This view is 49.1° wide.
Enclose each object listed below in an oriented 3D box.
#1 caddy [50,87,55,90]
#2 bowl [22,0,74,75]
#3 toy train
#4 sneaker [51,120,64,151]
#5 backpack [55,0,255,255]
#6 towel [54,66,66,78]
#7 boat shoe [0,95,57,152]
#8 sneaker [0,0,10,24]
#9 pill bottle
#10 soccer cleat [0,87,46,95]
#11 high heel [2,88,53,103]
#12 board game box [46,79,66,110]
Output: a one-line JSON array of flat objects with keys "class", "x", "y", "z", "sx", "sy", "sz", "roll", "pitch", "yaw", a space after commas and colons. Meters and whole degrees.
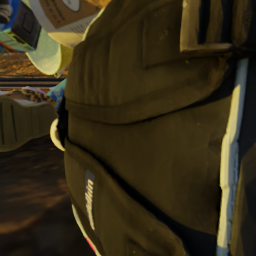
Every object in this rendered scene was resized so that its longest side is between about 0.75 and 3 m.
[{"class": "caddy", "x": -2.571, "y": -1.579, "z": 12.480, "sx": 1.812, "sy": 0.951, "sz": 1.281, "roll": -10, "pitch": 16, "yaw": -39}, {"class": "bowl", "x": -2.214, "y": -2.897, "z": 8.389, "sx": 2.304, "sy": 2.304, "sz": 1.240, "roll": 12, "pitch": 35, "yaw": 45}, {"class": "toy train", "x": -3.412, "y": -2.781, "z": 6.636, "sx": 1.576, "sy": 1.196, "sz": 2.759, "roll": -2, "pitch": -19, "yaw": 25}, {"class": "sneaker", "x": -0.621, "y": 0.055, "z": 5.263, "sx": 0.961, "sy": 0.891, "sz": 2.372, "roll": -4, "pitch": 2, "yaw": 30}, {"class": "backpack", "x": 0.358, "y": 0.043, "z": 2.038, "sx": 1.762, "sy": 2.078, "sz": 2.341, "roll": 2, "pitch": 4, "yaw": -29}, {"class": "towel", "x": -2.449, "y": -3.661, "z": 10.556, "sx": 0.453, "sy": 2.625, "sz": 2.527, "roll": 12, "pitch": 56, "yaw": 13}, {"class": "boat shoe", "x": -2.520, "y": -0.117, "z": 5.596, "sx": 0.960, "sy": 1.049, "sz": 2.806, "roll": 1, "pitch": 1, "yaw": 14}, {"class": "sneaker", "x": -2.246, "y": -1.656, "z": 3.745, "sx": 1.127, "sy": 0.593, "sz": 1.559, "roll": -24, "pitch": 36, "yaw": -32}, {"class": "pill bottle", "x": 0.059, "y": -1.922, "z": 3.403, "sx": 2.497, "sy": 1.428, "sz": 1.428, "roll": -3, "pitch": 8, "yaw": 36}, {"class": "soccer cleat", "x": -4.325, "y": -0.960, "z": 10.202, "sx": 2.696, "sy": 0.899, "sz": 1.031, "roll": 3, "pitch": 37, "yaw": -2}, {"class": "high heel", "x": -3.386, "y": -0.506, "z": 7.795, "sx": 2.537, "sy": 0.906, "sz": 1.808, "roll": -7, "pitch": 18, "yaw": -12}, {"class": "board game box", "x": -1.643, "y": -1.453, "z": 9.731, "sx": 2.247, "sy": 0.641, "sz": 2.295, "roll": -34, "pitch": 6, "yaw": 12}]
